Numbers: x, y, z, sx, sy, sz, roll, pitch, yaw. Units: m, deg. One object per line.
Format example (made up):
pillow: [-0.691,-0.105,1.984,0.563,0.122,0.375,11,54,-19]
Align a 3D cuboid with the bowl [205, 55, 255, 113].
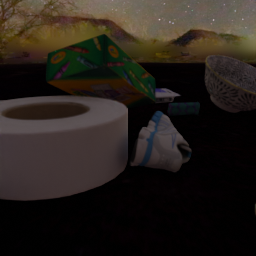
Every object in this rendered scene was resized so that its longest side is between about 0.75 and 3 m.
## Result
bowl: [3.557,-1.324,9.467,2.558,1.200,2.558,14,37,-11]

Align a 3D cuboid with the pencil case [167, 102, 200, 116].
pencil case: [1.789,-0.604,9.026,0.990,0.421,0.457,-1,-6,0]

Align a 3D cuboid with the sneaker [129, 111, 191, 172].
sneaker: [0.731,0.320,5.433,0.981,0.849,2.265,19,20,7]

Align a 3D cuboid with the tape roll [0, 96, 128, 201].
tape roll: [-1.454,0.146,5.210,2.981,1.042,2.981,0,15,0]

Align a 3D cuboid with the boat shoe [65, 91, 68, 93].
boat shoe: [-2.809,-1.976,13.514,0.643,0.714,1.984,-14,18,-17]

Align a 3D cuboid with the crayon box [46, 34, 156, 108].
crayon box: [-0.553,-1.250,7.316,1.630,0.800,2.745,-9,-16,28]

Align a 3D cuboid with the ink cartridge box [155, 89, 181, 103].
ink cartridge box: [1.297,-1.379,11.866,1.382,0.300,1.369,-6,22,-19]
